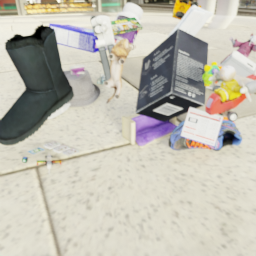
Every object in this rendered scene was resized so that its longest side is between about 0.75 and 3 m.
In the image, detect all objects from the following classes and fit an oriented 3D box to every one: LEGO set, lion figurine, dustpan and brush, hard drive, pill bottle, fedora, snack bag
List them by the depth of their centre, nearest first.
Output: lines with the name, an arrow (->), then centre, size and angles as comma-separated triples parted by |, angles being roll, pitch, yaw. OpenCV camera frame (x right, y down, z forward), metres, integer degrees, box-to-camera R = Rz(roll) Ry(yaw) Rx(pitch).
lion figurine -> -0.227, -1.169, 5.702 | 0.458, 1.265, 0.775 | 18, 21, -2
hard drive -> 3.692, -1.782, 9.569 | 1.297, 0.262, 1.966 | 34, -10, 2
LEGO set -> -2.712, 1.001, 9.605 | 1.282, 0.421, 1.717 | 17, 22, 28
snack bag -> 2.118, -3.477, 10.592 | 0.257, 2.265, 2.402 | 48, 33, 11
pill bottle -> -0.126, -3.928, 11.249 | 1.059, 1.900, 1.059 | 23, -2, 1
dustpan and brush -> -3.888, -0.746, 12.064 | 2.047, 0.839, 2.933 | 3, 32, 7
fedora -> -2.693, -2.222, 14.292 | 2.526, 1.290, 2.857 | 2, 29, 3

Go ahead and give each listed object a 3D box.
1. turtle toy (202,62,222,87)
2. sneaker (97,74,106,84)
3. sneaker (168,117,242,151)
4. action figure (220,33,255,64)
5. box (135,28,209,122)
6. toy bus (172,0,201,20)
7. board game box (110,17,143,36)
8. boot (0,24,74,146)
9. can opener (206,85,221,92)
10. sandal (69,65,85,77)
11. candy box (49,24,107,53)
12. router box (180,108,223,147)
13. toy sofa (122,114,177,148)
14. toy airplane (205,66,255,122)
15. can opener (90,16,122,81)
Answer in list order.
turtle toy -> 2.074, -1.268, 6.860 | 0.755, 0.550, 0.382 | -30, 34, -32
sneaker -> -1.472, -2.796, 16.369 | 0.444, 0.400, 1.030 | 16, 38, 4
sneaker -> 2.811, 0.305, 10.004 | 2.940, 1.108, 1.153 | -11, 35, -16
action figure -> 4.131, -2.626, 9.968 | 1.699, 1.265, 1.138 | -48, 52, -8
box -> 1.283, -1.464, 8.451 | 1.195, 2.036, 2.002 | 16, -19, -23
toy bus -> 2.277, -4.602, 11.244 | 1.034, 0.702, 0.992 | 15, -2, -4
board game box -> -0.142, -3.422, 9.407 | 1.149, 0.135, 0.602 | -20, 59, -23
boot -> -2.894, -1.237, 7.804 | 1.108, 2.438, 2.902 | 23, 54, 32
can opener -> 4.762, -2.202, 15.038 | 1.856, 0.617, 0.489 | 21, 34, 26
sandal -> -1.960, -2.207, 11.053 | 0.632, 0.382, 1.554 | -15, 6, -7
candy box -> -1.990, -3.724, 11.562 | 2.024, 0.780, 1.712 | 17, 23, 10
router box -> 1.673, -0.020, 6.404 | 0.785, 0.705, 0.192 | 18, -5, 11
toy sofa -> 0.964, -0.164, 10.916 | 2.315, 0.959, 1.130 | -20, 34, -31
toy airplane -> 1.928, -0.778, 4.861 | 1.178, 0.831, 1.173 | -17, 34, 45
can opener -> -0.641, -2.376, 8.620 | 0.559, 2.122, 0.705 | -15, 21, -3
